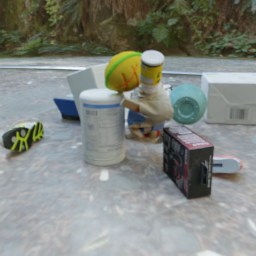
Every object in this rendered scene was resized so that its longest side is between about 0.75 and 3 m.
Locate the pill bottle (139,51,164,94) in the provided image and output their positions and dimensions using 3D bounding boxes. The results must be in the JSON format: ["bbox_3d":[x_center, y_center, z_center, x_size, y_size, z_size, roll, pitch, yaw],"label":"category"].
[{"bbox_3d":[0.518,-1.249,6.394,0.506,0.886,0.506,1,48,-1],"label":"pill bottle"}]

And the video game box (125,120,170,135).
[{"bbox_3d":[0.464,-0.141,10.065,1.520,0.390,1.668,-7,10,36],"label":"video game box"}]

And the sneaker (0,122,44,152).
[{"bbox_3d":[-3.464,0.298,8.883,0.799,0.789,2.092,-4,7,10],"label":"sneaker"}]

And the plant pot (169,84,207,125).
[{"bbox_3d":[1.992,-0.734,9.594,1.428,1.428,1.146,4,15,12],"label":"plant pot"}]

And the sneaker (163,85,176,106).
[{"bbox_3d":[1.928,-1.474,13.382,1.814,1.113,2.788,-20,15,-26],"label":"sneaker"}]

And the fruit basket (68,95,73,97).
[{"bbox_3d":[-1.619,-1.695,13.977,2.022,1.023,2.183,14,17,31],"label":"fruit basket"}]

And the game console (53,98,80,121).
[{"bbox_3d":[-1.976,-0.839,11.683,1.729,1.023,1.476,9,21,23],"label":"game console"}]

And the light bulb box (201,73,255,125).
[{"bbox_3d":[4.610,-1.354,12.083,2.727,1.717,2.751,3,19,9],"label":"light bulb box"}]

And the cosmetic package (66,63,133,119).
[{"bbox_3d":[-0.829,-1.175,9.969,1.249,2.033,2.026,-9,12,35],"label":"cosmetic package"}]

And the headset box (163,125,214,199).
[{"bbox_3d":[1.374,0.769,6.511,0.616,1.220,1.641,-7,19,-13],"label":"headset box"}]

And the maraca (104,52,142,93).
[{"bbox_3d":[0.076,-1.497,7.472,1.764,1.209,0.944,-21,64,-44],"label":"maraca"}]

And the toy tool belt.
[{"bbox_3d":[0.329,-0.263,7.498,1.252,2.038,1.272,-11,60,-12],"label":"toy tool belt"}]

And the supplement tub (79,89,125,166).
[{"bbox_3d":[-0.703,-0.055,7.885,1.269,1.924,1.269,0,19,0],"label":"supplement tub"}]

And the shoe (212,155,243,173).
[{"bbox_3d":[2.253,0.946,7.279,1.361,0.486,0.619,0,-5,32],"label":"shoe"}]
